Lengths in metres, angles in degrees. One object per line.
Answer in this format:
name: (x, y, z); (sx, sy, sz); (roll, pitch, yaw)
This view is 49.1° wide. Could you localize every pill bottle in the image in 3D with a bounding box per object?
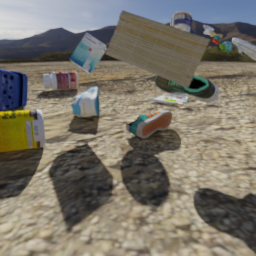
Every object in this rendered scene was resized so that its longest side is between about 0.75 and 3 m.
pill bottle: (-4.515, -3.145, 18.766); (2.174, 1.191, 1.191); (-7, 18, -21)
pill bottle: (-3.584, 0.108, 8.241); (2.126, 1.161, 1.161); (-6, 18, -20)
pill bottle: (1.768, -3.189, 9.388); (0.685, 1.233, 0.685); (6, -11, 1)

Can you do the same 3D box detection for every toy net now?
toy net: (2.615, -2.705, 8.507); (0.636, 0.234, 1.212); (-20, 57, -31)

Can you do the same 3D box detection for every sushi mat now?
sushi mat: (0.722, -2.306, 8.007); (2.905, 1.390, 0.176); (27, 16, 22)

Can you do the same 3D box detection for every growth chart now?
growth chart: (2.410, -1.650, 15.582); (1.934, 0.237, 2.673); (10, 20, 27)

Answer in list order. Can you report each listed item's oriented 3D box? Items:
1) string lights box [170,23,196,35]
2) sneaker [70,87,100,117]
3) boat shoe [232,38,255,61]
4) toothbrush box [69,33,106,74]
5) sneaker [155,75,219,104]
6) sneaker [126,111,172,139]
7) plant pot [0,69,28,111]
string lights box: (2.141, -3.274, 10.157); (0.418, 1.419, 0.729); (-40, -9, 4)
sneaker: (-1.903, -1.227, 12.776); (1.159, 1.098, 2.870); (-5, 15, -2)
boat shoe: (3.517, -2.394, 8.485); (0.431, 0.383, 1.171); (5, 32, -25)
toothbrush box: (-1.755, -3.274, 12.379); (1.028, 1.405, 0.599); (34, -1, 1)
sneaker: (1.742, -1.427, 8.714); (2.116, 0.821, 0.965); (16, -6, 29)
sneaker: (0.785, -0.243, 10.082); (0.838, 0.748, 2.097); (19, 27, 37)
plant pot: (-5.998, -1.889, 13.586); (1.766, 1.964, 1.964); (-6, 16, -44)
